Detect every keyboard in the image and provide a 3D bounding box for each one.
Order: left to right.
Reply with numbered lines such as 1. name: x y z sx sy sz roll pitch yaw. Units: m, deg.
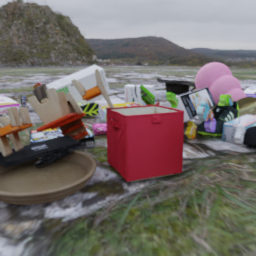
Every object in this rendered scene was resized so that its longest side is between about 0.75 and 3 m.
1. keyboard: -2.047 0.651 6.636 1.907 0.378 0.992 -16 25 -36

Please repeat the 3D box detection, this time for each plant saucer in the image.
1. plant saucer: -1.838 0.980 5.939 2.335 0.344 2.335 -1 16 0

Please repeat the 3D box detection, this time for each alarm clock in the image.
1. alarm clock: -3.514 -1.808 13.788 2.673 0.890 1.803 -10 2 19

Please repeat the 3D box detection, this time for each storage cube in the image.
1. storage cube: 0.355 0.261 6.359 1.560 1.402 1.333 -5 12 -22

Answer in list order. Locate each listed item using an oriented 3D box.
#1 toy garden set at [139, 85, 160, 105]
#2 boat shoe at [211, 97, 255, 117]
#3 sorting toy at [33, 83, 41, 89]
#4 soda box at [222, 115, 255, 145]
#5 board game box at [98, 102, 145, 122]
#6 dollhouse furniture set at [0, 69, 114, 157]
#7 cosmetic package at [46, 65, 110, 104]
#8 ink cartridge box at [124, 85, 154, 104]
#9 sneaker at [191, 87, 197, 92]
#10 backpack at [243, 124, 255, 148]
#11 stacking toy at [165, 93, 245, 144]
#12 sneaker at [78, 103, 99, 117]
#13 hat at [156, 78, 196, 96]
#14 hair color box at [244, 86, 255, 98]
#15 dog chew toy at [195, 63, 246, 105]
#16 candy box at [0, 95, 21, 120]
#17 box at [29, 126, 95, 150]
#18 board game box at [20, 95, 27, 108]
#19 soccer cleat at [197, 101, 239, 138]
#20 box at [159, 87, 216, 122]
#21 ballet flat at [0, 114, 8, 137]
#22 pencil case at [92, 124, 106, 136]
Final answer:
1. toy garden set: 0.952 -0.930 11.431 1.374 0.329 1.648 45 -5 13
2. boat shoe: 4.234 -0.621 11.107 2.317 0.729 0.845 -19 30 -25
3. sorting toy: -5.306 -2.196 16.631 0.509 0.744 1.239 -12 38 -35
4. soda box: 3.693 0.021 8.946 0.616 0.572 1.801 15 21 42
5. board game box: -0.021 -0.555 10.879 1.939 0.332 1.303 -8 32 -25
6. dollhouse furniture set: -1.500 -0.169 6.468 2.434 1.254 2.408 -24 5 -2
7. cosmetic package: -2.143 -1.669 12.223 2.417 1.300 1.025 -28 33 -18
8. ink cartridge box: 0.550 -1.574 13.810 1.418 1.036 0.598 4 17 19
9. sneaker: 4.072 -1.875 15.274 0.989 0.822 2.194 -3 14 -34
10. backpack: 4.074 0.203 7.846 1.318 1.014 1.076 13 -4 -14
11. stacking toy: 2.135 -0.241 7.672 1.649 0.514 2.186 5 -25 36
12. sneaker: -2.057 -0.689 11.586 1.856 0.700 0.709 2 -2 -8
13. hat: 2.819 -2.273 16.439 2.522 1.017 2.522 7 17 -2
14. hair color box: 6.484 -1.459 13.596 1.491 0.884 2.727 7 19 30
15. dog chew toy: 4.307 -1.759 12.801 1.731 1.731 2.780 -7 45 -25
16. candy box: -5.555 -0.737 11.244 1.760 0.787 2.581 -11 19 -34
17. box: -1.976 0.319 8.277 1.774 0.354 1.215 -6 16 -19
18. board game box: -4.649 -1.035 12.513 0.177 0.694 1.024 -6 17 -16
19. soccer cleat: 3.010 -0.348 9.329 0.870 1.045 2.578 10 18 38
20. box: 1.821 -0.622 9.659 1.556 0.802 2.668 -25 -2 37
21. ballet flat: -3.888 0.008 8.406 0.713 0.709 2.084 11 7 -12
22. pencil case: -0.687 0.026 9.246 0.952 0.432 0.446 -5 -12 -17
